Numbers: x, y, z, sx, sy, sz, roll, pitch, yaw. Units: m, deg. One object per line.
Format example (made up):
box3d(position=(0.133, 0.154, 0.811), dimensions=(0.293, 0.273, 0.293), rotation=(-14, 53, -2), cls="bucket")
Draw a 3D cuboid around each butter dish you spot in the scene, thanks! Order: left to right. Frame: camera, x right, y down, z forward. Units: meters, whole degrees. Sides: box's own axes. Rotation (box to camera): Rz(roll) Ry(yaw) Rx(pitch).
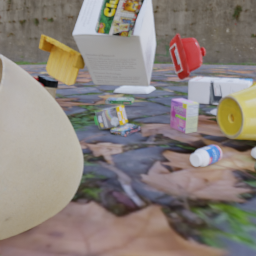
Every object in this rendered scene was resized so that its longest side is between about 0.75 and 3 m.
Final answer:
box3d(position=(2.310, -2.714, 10.472), dimensions=(1.162, 1.572, 1.568), rotation=(-16, 4, -1), cls="butter dish")

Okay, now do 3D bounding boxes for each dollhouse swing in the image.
box3d(position=(-2.731, -2.561, 11.088), dimensions=(1.640, 1.442, 1.491), rotation=(30, 12, 4), cls="dollhouse swing")

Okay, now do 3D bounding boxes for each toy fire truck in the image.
box3d(position=(-4.861, -1.509, 12.762), dimensions=(2.825, 1.817, 2.486), rotation=(3, 14, -27), cls="toy fire truck")

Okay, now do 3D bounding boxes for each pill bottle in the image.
box3d(position=(1.878, 0.697, 6.803), dimensions=(0.772, 0.433, 0.433), rotation=(-13, 21, -34), cls="pill bottle")

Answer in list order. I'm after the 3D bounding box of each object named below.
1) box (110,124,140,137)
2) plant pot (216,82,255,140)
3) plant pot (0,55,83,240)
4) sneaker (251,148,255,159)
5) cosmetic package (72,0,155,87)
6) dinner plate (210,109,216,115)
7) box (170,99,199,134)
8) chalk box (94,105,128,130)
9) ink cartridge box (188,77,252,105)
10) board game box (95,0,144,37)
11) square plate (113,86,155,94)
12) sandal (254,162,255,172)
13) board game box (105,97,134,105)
box3d(position=(-0.085, 0.066, 9.424), dimensions=(0.627, 0.173, 0.917), rotation=(10, 19, 30), cls="box")
box3d(position=(3.643, -0.400, 8.042), dimensions=(1.800, 1.914, 1.914), rotation=(-9, 18, -17), cls="plant pot")
box3d(position=(-1.786, 0.511, 4.362), dimensions=(1.819, 2.710, 2.710), rotation=(28, -5, -39), cls="plant pot")
box3d(position=(4.100, 0.378, 7.162), dimensions=(2.029, 0.859, 0.739), rotation=(-5, 18, -12), cls="sneaker")
box3d(position=(-0.335, -3.437, 10.972), dimensions=(2.429, 2.427, 2.944), rotation=(4, -27, 13), cls="cosmetic package")
box3d(position=(4.268, -0.694, 12.113), dimensions=(1.376, 0.167, 1.376), rotation=(0, 18, 0), cls="dinner plate")
box3d(position=(1.913, -0.426, 9.612), dimensions=(0.491, 1.016, 0.894), rotation=(-7, 18, -25), cls="box")
box3d(position=(-0.672, -0.343, 9.711), dimensions=(1.071, 0.666, 0.663), rotation=(-9, 8, 26), cls="chalk box")
box3d(position=(4.702, -1.893, 14.335), dimensions=(2.819, 1.187, 2.038), rotation=(9, 18, 27), cls="ink cartridge box")
box3d(position=(-0.131, -3.459, 7.682), dimensions=(1.117, 2.132, 0.250), rotation=(0, 56, -22), cls="board game box")
box3d(position=(0.448, -2.518, 18.109), dimensions=(2.233, 0.318, 2.212), rotation=(6, 18, 18), cls="square plate")
box3d(position=(3.561, 0.932, 5.742), dimensions=(0.779, 0.560, 1.961), rotation=(-13, 21, -38), cls="sandal")
box3d(position=(-0.429, -1.393, 14.418), dimensions=(1.343, 0.196, 0.904), rotation=(3, 16, 9), cls="board game box")
